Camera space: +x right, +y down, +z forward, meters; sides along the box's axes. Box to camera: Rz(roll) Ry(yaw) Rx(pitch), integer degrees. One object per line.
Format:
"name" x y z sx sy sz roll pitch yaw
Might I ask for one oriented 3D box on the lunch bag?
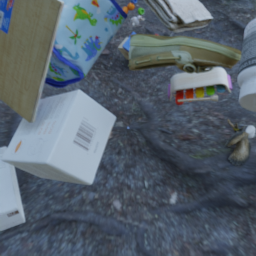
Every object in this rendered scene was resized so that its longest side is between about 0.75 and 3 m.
"lunch bag" -1.656 -2.326 7.373 2.645 1.686 2.249 4 56 50

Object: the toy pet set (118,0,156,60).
"toy pet set" 0.563 -3.884 11.667 2.125 2.276 1.209 -53 38 -11

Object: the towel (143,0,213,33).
"towel" 1.144 -3.286 7.047 1.846 0.480 2.785 52 37 2

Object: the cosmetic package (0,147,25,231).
"cosmetic package" -3.362 1.531 7.049 1.064 0.775 2.093 -17 48 -16

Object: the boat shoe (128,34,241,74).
"boat shoe" 1.037 -1.461 5.919 2.689 0.846 0.981 21 18 39

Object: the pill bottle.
"pill bottle" 2.080 -0.950 4.230 0.753 0.753 1.322 12 71 12

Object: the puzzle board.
"puzzle board" -2.089 -1.498 5.381 1.738 2.306 0.201 34 25 26

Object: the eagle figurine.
"eagle figurine" 3.226 0.410 8.250 0.888 0.884 1.171 20 36 6

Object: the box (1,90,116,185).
"box" -1.469 0.233 5.835 1.988 1.057 1.513 -4 59 45

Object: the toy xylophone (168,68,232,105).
"toy xylophone" 1.747 -0.998 7.067 1.636 0.411 1.197 0 53 23
